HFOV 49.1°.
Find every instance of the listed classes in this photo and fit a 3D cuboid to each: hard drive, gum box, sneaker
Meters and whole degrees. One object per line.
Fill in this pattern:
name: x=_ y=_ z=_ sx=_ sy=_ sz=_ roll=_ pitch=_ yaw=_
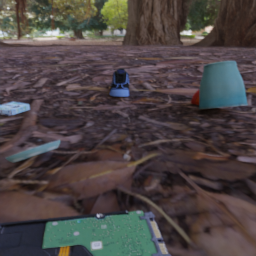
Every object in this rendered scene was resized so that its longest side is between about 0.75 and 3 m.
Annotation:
hard drive: x=-0.819 y=1.729 z=3.051 sx=2.662 sy=0.504 sz=1.859 roll=-4 pitch=20 yaw=-9
gum box: x=-4.230 y=-0.692 z=10.124 sx=0.828 sy=0.217 sz=0.974 roll=10 pitch=22 yaw=25
sneaker: x=-0.396 y=-2.116 z=12.874 sx=0.910 sy=1.011 sz=2.594 roll=0 pitch=20 yaw=-2

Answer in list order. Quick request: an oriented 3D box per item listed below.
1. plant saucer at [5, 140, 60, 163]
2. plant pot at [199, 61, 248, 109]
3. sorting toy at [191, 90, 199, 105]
plant saucer: x=-2.079 y=0.538 z=6.231 sx=1.207 sy=0.165 sz=1.207 roll=-19 pitch=1 yaw=0
plant pot: x=3.254 y=-1.480 z=9.789 sx=1.632 sy=1.534 sz=1.632 roll=-5 pitch=2 yaw=0
sorting toy: x=3.480 y=-1.246 z=11.300 sx=2.194 sy=0.761 sz=0.756 roll=-20 pitch=51 yaw=-39
